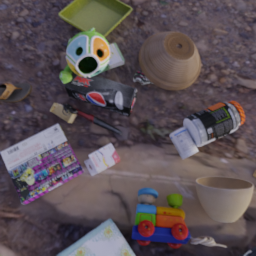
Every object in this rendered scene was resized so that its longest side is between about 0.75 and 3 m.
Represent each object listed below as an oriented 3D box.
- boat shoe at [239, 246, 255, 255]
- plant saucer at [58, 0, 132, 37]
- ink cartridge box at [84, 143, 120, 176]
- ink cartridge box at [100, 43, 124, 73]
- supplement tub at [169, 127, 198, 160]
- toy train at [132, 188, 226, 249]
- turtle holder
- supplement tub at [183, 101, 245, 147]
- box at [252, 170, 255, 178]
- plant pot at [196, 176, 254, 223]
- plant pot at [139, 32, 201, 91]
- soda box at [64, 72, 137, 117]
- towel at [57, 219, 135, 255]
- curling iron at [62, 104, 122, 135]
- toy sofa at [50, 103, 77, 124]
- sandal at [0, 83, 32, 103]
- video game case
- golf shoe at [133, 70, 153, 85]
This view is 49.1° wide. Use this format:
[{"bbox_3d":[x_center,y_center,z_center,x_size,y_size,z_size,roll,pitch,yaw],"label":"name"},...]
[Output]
[{"bbox_3d":[3.802,4.372,8.885,2.377,0.899,0.717,-25,30,0],"label":"boat shoe"},{"bbox_3d":[-1.471,-5.110,12.848,2.452,0.588,2.456,34,66,13],"label":"plant saucer"},{"bbox_3d":[-0.986,1.185,10.374,1.204,0.406,0.701,-29,70,-11],"label":"ink cartridge box"},{"bbox_3d":[-1.005,-3.010,12.186,1.429,0.343,1.040,-21,69,-11],"label":"ink cartridge box"},{"bbox_3d":[2.064,0.569,10.417,0.689,0.689,1.045,-25,79,-10],"label":"supplement tub"},{"bbox_3d":[1.649,2.980,9.299,2.947,1.247,1.705,5,53,1],"label":"toy train"},{"bbox_3d":[-1.689,-2.597,10.374,2.084,1.583,1.480,-10,41,3],"label":"turtle holder"},{"bbox_3d":[3.222,-0.198,10.504,2.021,1.238,1.238,-22,69,-9],"label":"supplement tub"},{"bbox_3d":[5.064,1.643,10.357,0.637,0.083,0.780,34,71,13],"label":"box"},{"bbox_3d":[3.165,2.400,9.304,1.813,1.813,1.217,0,94,0],"label":"plant pot"},{"bbox_3d":[1.869,-2.977,11.398,2.675,1.235,2.675,5,69,-12],"label":"plant pot"},{"bbox_3d":[-1.066,-1.398,11.207,2.736,0.866,0.968,18,68,8],"label":"soda box"},{"bbox_3d":[-1.010,4.474,8.920,2.461,0.593,2.107,-33,74,-13],"label":"towel"},{"bbox_3d":[-1.421,-0.277,10.888,2.556,0.327,0.634,25,28,-4],"label":"curling iron"},{"bbox_3d":[-2.568,-0.585,11.167,0.987,0.482,0.409,31,96,12],"label":"toy sofa"},{"bbox_3d":[-5.030,-1.526,11.415,2.117,0.578,0.865,1,67,0],"label":"sandal"},{"bbox_3d":[-3.159,1.268,10.300,2.384,0.427,2.160,-29,69,-13],"label":"video game case"},{"bbox_3d":[0.789,-1.974,11.703,1.190,0.459,0.524,21,71,18],"label":"golf shoe"}]
